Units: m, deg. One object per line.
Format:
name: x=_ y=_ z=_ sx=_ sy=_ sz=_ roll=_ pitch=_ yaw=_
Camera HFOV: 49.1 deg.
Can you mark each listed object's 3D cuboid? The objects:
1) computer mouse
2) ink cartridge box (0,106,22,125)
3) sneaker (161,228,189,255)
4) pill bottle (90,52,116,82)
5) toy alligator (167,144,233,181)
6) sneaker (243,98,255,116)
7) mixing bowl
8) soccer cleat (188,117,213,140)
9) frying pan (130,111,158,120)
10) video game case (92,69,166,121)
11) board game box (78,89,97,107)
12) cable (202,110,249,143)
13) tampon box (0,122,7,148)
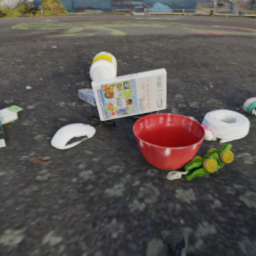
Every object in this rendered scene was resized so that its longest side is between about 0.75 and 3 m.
computer mouse: x=-1.841 y=0.062 z=11.111 sx=1.440 sy=0.576 sz=2.626 roll=25 pitch=37 yaw=36
ink cartridge box: x=-5.387 y=-0.554 z=12.457 sx=0.643 sy=0.368 sz=1.239 roll=19 pitch=34 yaw=31
sneaker: x=1.051 y=2.722 z=6.419 sx=0.638 sy=0.426 sz=1.115 roll=4 pitch=26 yaw=11
pill bottle: x=-1.458 y=-3.438 z=16.583 sx=1.490 sy=1.490 sz=2.727 roll=-1 pitch=29 yaw=-1
toy alligator: x=2.376 y=1.265 z=8.950 sx=2.603 sy=0.625 sz=0.863 roll=-22 pitch=9 yaw=-19
sneaker: x=6.619 y=-0.948 z=12.742 sx=2.583 sy=0.922 sz=1.032 roll=-13 pitch=36 yaw=-13
mixing bowl: x=1.315 y=0.571 z=9.450 sx=2.355 sy=1.275 sz=2.355 roll=1 pitch=28 yaw=0
soccer cleat: x=2.677 y=0.108 z=11.163 sx=0.724 sy=0.586 sz=1.677 roll=-23 pitch=31 yaw=-11
frying pan: x=0.760 y=-0.886 z=13.080 sx=1.405 sy=0.378 sz=2.322 roll=8 pitch=28 yaw=12
video game case: x=0.097 y=-1.073 z=9.465 sx=2.370 sy=1.697 sz=0.213 roll=-11 pitch=50 yaw=-2
board game box: x=-1.783 y=-1.709 z=14.486 sx=1.476 sy=0.455 sz=1.476 roll=20 pitch=34 yaw=31
cable: x=3.958 y=-0.156 z=11.452 sx=1.808 sy=0.626 sz=1.808 roll=-9 pitch=30 yaw=-16
tampon box: x=-5.368 y=0.118 z=10.626 sx=1.109 sy=0.934 sz=1.480 roll=-15 pitch=32 yaw=-25
